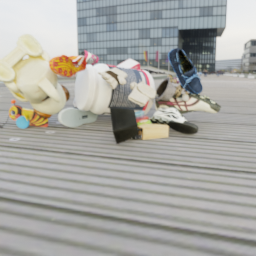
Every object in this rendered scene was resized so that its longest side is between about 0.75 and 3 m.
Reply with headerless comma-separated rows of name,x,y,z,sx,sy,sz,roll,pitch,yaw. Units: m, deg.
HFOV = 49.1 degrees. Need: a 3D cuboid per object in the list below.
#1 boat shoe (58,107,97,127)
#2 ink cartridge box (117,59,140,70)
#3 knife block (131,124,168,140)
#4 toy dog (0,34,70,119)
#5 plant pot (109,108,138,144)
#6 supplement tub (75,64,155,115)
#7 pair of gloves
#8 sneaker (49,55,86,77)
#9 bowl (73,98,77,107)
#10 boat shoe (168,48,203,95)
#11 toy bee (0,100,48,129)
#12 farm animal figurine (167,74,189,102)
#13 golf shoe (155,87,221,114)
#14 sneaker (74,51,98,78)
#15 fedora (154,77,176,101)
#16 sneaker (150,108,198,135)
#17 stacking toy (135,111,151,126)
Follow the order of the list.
boat shoe,-2.349,-0.488,11.879,1.003,0.781,2.209,8,8,31
ink cartridge box,-0.058,-2.202,14.363,1.556,2.108,0.903,-36,45,-21
knife block,0.623,0.169,9.551,1.296,0.415,1.138,6,15,22
toy dog,-3.141,-1.566,10.265,2.717,1.955,2.802,28,-18,15
plant pot,-0.103,-0.111,8.637,0.757,0.852,0.854,-11,-31,2
supplement tub,-0.561,-1.559,11.845,2.952,2.071,2.071,3,10,-28
pair of gloves,0.036,-1.576,10.036,2.045,0.359,1.739,32,29,9
sneaker,-2.079,-2.035,9.263,0.763,0.722,1.979,1,12,17
bowl,-2.075,-1.715,13.422,0.730,1.952,1.955,16,-10,-17
boat shoe,2.129,-2.011,10.249,0.814,1.934,0.664,-46,14,-13
toy bee,-4.251,-0.537,11.126,2.080,1.131,1.362,-8,15,-35
farm animal figurine,1.953,-1.612,10.833,1.031,1.019,0.537,21,-32,-11
golf shoe,2.371,-0.941,11.397,2.708,1.193,1.045,21,15,26
sneaker,-2.042,-2.841,13.072,0.739,0.798,1.979,13,-17,-24
fedora,1.463,-1.394,10.690,0.494,0.968,1.095,26,-29,-17
sneaker,1.783,-0.356,10.320,1.892,0.701,0.837,19,63,32
stacking toy,0.446,-0.417,10.940,1.104,0.515,1.219,-3,19,35
